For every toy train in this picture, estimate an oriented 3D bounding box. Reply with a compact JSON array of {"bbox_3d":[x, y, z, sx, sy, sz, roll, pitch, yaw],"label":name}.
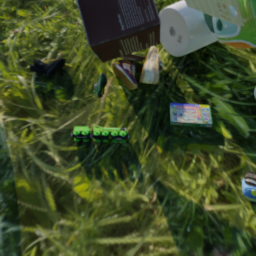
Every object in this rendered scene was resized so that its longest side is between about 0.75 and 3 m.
[{"bbox_3d":[-0.947,0.202,9.596,1.952,0.407,0.550,1,37,1],"label":"toy train"}]

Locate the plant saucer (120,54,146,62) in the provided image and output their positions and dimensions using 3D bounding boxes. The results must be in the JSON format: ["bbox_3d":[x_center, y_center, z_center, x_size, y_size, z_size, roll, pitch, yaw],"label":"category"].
[{"bbox_3d":[-0.078,-3.148,12.308,1.712,0.275,1.712,11,15,-3],"label":"plant saucer"}]

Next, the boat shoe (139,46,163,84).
[{"bbox_3d":[1.092,-2.631,11.982,0.845,0.900,2.442,18,47,-1],"label":"boat shoe"}]

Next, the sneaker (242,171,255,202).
[{"bbox_3d":[4.506,1.636,7.904,2.437,0.864,1.010,5,54,9],"label":"sneaker"}]

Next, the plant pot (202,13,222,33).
[{"bbox_3d":[3.466,-4.477,11.070,1.035,0.972,1.035,-27,46,33],"label":"plant pot"}]

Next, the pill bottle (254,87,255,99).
[{"bbox_3d":[5.858,-1.863,10.910,1.263,1.263,2.280,25,51,22],"label":"pill bottle"}]

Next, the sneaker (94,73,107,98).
[{"bbox_3d":[-0.879,-1.292,8.437,0.351,0.823,0.321,37,42,18],"label":"sneaker"}]

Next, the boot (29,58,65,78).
[{"bbox_3d":[-3.548,-2.786,12.279,1.084,0.493,1.290,25,58,17],"label":"boot"}]

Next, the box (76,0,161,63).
[{"bbox_3d":[-0.255,-3.809,9.875,2.436,2.021,2.000,-16,86,5],"label":"box"}]

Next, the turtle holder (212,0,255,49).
[{"bbox_3d":[3.917,-4.047,9.711,1.886,2.655,2.018,-12,27,45],"label":"turtle holder"}]

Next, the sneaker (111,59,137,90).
[{"bbox_3d":[0.033,-2.345,11.736,0.841,0.699,1.866,-27,53,-15],"label":"sneaker"}]

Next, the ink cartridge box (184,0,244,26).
[{"bbox_3d":[2.448,-3.833,8.165,2.081,1.687,0.522,32,99,28],"label":"ink cartridge box"}]

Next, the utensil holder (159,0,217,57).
[{"bbox_3d":[3.074,-4.836,12.957,2.807,2.385,2.385,-28,53,-21],"label":"utensil holder"}]

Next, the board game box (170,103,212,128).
[{"bbox_3d":[2.292,-0.467,10.322,1.478,0.215,0.995,3,48,3],"label":"board game box"}]
